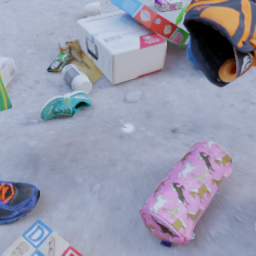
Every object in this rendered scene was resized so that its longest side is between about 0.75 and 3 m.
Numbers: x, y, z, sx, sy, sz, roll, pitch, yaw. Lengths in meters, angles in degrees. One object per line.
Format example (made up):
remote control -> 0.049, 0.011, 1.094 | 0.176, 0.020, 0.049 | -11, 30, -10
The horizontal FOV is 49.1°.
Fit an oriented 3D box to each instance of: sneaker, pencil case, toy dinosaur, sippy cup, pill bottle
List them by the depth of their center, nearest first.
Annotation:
sneaker -> 2.024, -1.007, 4.094 | 2.822, 1.095, 1.581 | 31, 57, 10
sneaker -> -2.887, 1.343, 5.521 | 2.233, 0.876, 0.841 | -1, 47, -1
pencil case -> 1.238, 1.212, 5.607 | 2.310, 0.957, 1.000 | -44, 102, -34
sneaker -> -1.695, -0.578, 7.637 | 1.462, 0.566, 0.582 | -26, 60, -23
pill bottle -> -1.536, -1.440, 8.425 | 0.570, 0.570, 1.003 | -26, 51, -23
sippy cup -> 2.768, -2.905, 9.098 | 2.420, 1.900, 1.774 | 12, 57, 23
toy dinosaur -> -1.883, -2.692, 9.666 | 0.955, 0.543, 1.798 | -8, 47, -9

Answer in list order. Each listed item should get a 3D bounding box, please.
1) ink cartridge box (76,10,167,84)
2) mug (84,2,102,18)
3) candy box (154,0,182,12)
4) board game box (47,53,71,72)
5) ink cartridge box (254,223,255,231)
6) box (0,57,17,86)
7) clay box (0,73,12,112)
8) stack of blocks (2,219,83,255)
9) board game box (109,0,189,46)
ink cartridge box -> -0.279, -2.763, 9.292 | 1.946, 1.129, 2.637 | -21, 47, -21
mug -> -1.485, -4.885, 11.830 | 0.670, 0.564, 0.764 | -7, 76, 4
candy box -> 1.809, -5.585, 12.602 | 1.051, 0.321, 0.717 | -15, 48, -14
board game box -> -2.301, -2.209, 9.378 | 0.486, 0.109, 0.927 | 0, 47, 25
ink cartridge box -> 3.732, 1.651, 4.497 | 2.614, 1.909, 1.102 | 32, 54, 26
box -> -4.175, -1.061, 8.052 | 0.552, 0.591, 2.852 | 9, 48, 9
clay box -> -2.860, -1.780, 4.787 | 0.682, 2.864, 1.646 | -20, 31, -23
stack of blocks -> -0.928, 2.823, 4.149 | 2.662, 0.780, 1.533 | 28, 52, 24
board game box -> 0.814, -3.763, 9.620 | 1.921, 0.506, 2.510 | 44, 25, 26
